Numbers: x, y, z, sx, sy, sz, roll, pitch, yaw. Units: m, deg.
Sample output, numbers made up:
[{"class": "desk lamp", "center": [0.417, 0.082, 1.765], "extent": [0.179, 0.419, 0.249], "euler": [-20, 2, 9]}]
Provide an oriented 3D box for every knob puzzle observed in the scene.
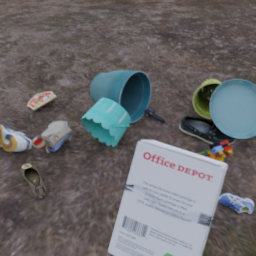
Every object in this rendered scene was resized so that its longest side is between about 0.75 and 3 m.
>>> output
[{"class": "knob puzzle", "center": [-4.277, -1.433, 13.541], "extent": [1.561, 0.216, 1.561], "euler": [-14, 35, 10]}]

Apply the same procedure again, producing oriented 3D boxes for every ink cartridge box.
[{"class": "ink cartridge box", "center": [1.021, 1.993, 7.045], "extent": [2.178, 2.984, 1.254], "euler": [18, 5, 21]}]

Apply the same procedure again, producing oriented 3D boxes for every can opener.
[{"class": "can opener", "center": [1.185, -0.550, 12.539], "extent": [1.067, 0.419, 0.338], "euler": [37, 10, 27]}]

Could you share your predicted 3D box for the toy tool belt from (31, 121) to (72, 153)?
[{"class": "toy tool belt", "center": [-2.820, 0.502, 10.782], "extent": [0.983, 0.968, 1.574], "euler": [3, 38, 36]}]

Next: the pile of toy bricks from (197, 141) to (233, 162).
[{"class": "pile of toy bricks", "center": [2.683, 1.380, 9.522], "extent": [2.376, 1.318, 1.173], "euler": [-14, 64, -24]}]

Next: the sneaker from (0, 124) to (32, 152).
[{"class": "sneaker", "center": [-4.587, 0.467, 11.079], "extent": [0.968, 0.827, 2.197], "euler": [8, 12, -46]}]

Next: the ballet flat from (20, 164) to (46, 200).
[{"class": "ballet flat", "center": [-3.249, 1.731, 9.584], "extent": [0.590, 0.406, 1.750], "euler": [-21, 42, -25]}]

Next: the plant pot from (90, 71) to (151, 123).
[{"class": "plant pot", "center": [-0.475, -1.552, 12.531], "extent": [2.115, 2.251, 2.251], "euler": [18, 41, 34]}]

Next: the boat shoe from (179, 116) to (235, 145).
[{"class": "boat shoe", "center": [3.221, 0.020, 11.288], "extent": [2.283, 0.757, 0.853], "euler": [22, 60, 16]}]

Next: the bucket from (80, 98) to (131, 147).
[{"class": "bucket", "center": [-0.826, -0.227, 10.879], "extent": [1.785, 1.785, 1.161], "euler": [25, 66, 29]}]

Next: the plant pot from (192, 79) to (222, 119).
[{"class": "plant pot", "center": [3.880, -1.507, 12.949], "extent": [1.727, 1.727, 1.588], "euler": [8, 28, 10]}]

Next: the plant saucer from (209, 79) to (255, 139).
[{"class": "plant saucer", "center": [4.302, -0.729, 10.961], "extent": [2.369, 0.325, 2.369], "euler": [0, 81, -3]}]

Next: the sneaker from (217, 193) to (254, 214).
[{"class": "sneaker", "center": [3.356, 2.367, 8.748], "extent": [1.123, 0.425, 0.433], "euler": [8, 35, 12]}]
